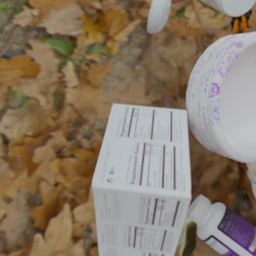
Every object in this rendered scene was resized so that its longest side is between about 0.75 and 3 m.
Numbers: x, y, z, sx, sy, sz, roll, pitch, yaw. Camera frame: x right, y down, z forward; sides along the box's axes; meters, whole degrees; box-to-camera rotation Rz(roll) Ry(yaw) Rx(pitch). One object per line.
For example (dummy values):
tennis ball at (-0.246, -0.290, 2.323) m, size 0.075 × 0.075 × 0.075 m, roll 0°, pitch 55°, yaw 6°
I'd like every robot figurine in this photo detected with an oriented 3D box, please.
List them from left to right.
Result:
robot figurine at (3.393, -3.060, 8.339) m, size 0.301 × 0.749 × 1.034 m, roll 11°, pitch 77°, yaw -27°

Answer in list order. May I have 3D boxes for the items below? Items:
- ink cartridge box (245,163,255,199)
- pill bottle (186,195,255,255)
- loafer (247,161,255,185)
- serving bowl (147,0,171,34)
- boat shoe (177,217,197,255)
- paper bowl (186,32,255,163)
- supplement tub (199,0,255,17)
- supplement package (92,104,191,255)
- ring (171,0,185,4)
ink cartridge box at (3.704, 1.661, 6.046) m, size 1.489 × 0.863 × 2.556 m, roll -19°, pitch 51°, yaw 12°
pill bottle at (2.630, 2.812, 7.689) m, size 2.072 × 1.154 × 1.154 m, roll 36°, pitch 76°, yaw 10°
loafer at (2.783, 0.932, 4.807) m, size 1.953 × 0.614 × 0.702 m, roll 7°, pitch 57°, yaw -21°
serving bowl at (0.751, -2.651, 6.389) m, size 0.342 × 1.040 × 1.040 m, roll 18°, pitch 74°, yaw 9°
boat shoe at (1.163, 2.234, 5.726) m, size 0.394 × 1.066 × 0.354 m, roll -12°, pitch 30°, yaw -27°
paper bowl at (2.403, -0.667, 6.102) m, size 2.641 × 1.374 × 2.641 m, roll -6°, pitch 104°, yaw -25°
supplement tub at (2.362, -3.455, 6.942) m, size 1.001 × 1.001 × 1.518 m, roll -20°, pitch 41°, yaw -6°
supplement package at (0.271, 1.273, 5.833) m, size 1.545 × 2.787 × 2.170 m, roll 6°, pitch 42°, yaw 4°
ring at (1.268, -3.261, 6.722) m, size 0.885 × 0.885 × 0.085 m, roll -14°, pitch 86°, yaw -4°
